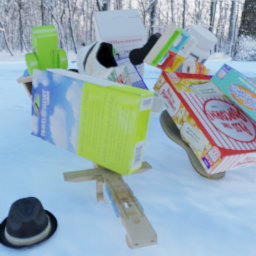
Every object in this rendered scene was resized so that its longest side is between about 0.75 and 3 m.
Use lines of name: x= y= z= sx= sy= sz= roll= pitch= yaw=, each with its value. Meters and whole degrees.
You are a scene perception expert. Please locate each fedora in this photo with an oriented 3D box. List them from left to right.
fedora: x=-1.563 y=1.380 z=4.309 sx=1.002 sy=0.458 sz=1.002 roll=-1 pitch=17 yaw=0

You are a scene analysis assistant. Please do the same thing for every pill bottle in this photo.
pill bottle: x=2.576 y=-3.004 z=12.065 sx=1.433 sy=2.519 sz=1.433 roll=20 pitch=38 yaw=-17

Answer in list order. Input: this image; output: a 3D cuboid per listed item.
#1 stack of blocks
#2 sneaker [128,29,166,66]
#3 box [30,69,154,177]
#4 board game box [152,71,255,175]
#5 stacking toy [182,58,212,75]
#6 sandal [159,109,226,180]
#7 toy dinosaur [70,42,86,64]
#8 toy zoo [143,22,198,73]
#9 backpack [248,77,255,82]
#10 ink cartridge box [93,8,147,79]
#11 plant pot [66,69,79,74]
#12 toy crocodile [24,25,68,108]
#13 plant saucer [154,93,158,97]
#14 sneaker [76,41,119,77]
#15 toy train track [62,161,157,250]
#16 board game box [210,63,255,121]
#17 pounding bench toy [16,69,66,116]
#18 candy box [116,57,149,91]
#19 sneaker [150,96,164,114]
stack of blocks: x=-0.453 y=-0.869 z=6.829 sx=0.556 sy=1.092 sz=1.897 roll=-6 pitch=32 yaw=21
sneaker: x=0.671 y=-2.179 z=7.636 sx=0.803 sy=0.500 sz=1.498 roll=-29 pitch=3 yaw=-32
box: x=-0.829 y=-0.222 z=5.521 sx=2.520 sy=1.536 sz=0.600 roll=19 pitch=20 yaw=27
board game box: x=1.899 y=-0.232 z=6.202 sx=1.866 sy=0.570 sz=2.464 roll=-3 pitch=49 yaw=-32
stacking toy: x=2.456 y=-1.986 z=9.662 sx=1.023 sy=0.747 sz=0.747 roll=0 pitch=16 yaw=-20
sandal: x=1.535 y=0.202 z=6.499 sx=0.910 sy=0.612 sz=2.265 roll=-10 pitch=44 yaw=-21
toy dinosaur: x=-1.519 y=-2.585 z=10.086 sx=1.118 sy=1.014 sz=0.587 roll=-6 pitch=-26 yaw=-25
toy zoo: x=0.943 y=-1.555 z=5.709 sx=0.138 sy=0.884 sz=1.347 roll=49 pitch=25 yaw=23
backpack: x=4.864 y=-1.058 z=10.411 sx=1.889 sy=1.647 sz=2.149 roll=-9 pitch=23 yaw=-44
ink cartridge box: x=-0.292 y=-2.777 z=9.757 sx=1.516 sy=2.067 sz=1.509 roll=-9 pitch=53 yaw=-7
plant pot: x=-1.889 y=-1.006 z=8.979 sx=1.523 sy=1.523 sz=1.508 roll=-16 pitch=-14 yaw=-42
toy crocodile: x=-1.995 y=-1.331 z=6.890 sx=0.898 sy=2.660 sz=0.821 roll=-20 pitch=58 yaw=-22
plant saucer: x=1.917 y=-1.629 z=14.562 sx=1.858 sy=0.255 sz=1.858 roll=0 pitch=16 yaw=0
sneaker: x=-0.712 y=-1.120 z=8.111 sx=1.075 sy=2.915 sz=1.166 roll=-15 pitch=0 yaw=-41
toy train track: x=-0.203 y=1.175 z=4.840 sx=1.691 sy=0.480 sz=2.948 roll=-6 pitch=16 yaw=-15
board game box: x=2.940 y=-0.512 z=6.106 sx=2.177 sy=0.490 sz=1.656 roll=8 pitch=38 yaw=-48
pounding bench toy: x=-2.550 y=-1.642 z=10.418 sx=2.326 sy=1.815 sz=1.445 roll=-7 pitch=32 yaw=17
candy box: x=0.026 y=-1.282 z=9.073 sx=0.588 sy=1.292 sz=1.528 roll=-19 pitch=65 yaw=-18
sneaker: x=0.480 y=-0.928 z=11.481 sx=1.961 sy=0.735 sz=0.828 roll=0 pitch=2 yaw=-16
